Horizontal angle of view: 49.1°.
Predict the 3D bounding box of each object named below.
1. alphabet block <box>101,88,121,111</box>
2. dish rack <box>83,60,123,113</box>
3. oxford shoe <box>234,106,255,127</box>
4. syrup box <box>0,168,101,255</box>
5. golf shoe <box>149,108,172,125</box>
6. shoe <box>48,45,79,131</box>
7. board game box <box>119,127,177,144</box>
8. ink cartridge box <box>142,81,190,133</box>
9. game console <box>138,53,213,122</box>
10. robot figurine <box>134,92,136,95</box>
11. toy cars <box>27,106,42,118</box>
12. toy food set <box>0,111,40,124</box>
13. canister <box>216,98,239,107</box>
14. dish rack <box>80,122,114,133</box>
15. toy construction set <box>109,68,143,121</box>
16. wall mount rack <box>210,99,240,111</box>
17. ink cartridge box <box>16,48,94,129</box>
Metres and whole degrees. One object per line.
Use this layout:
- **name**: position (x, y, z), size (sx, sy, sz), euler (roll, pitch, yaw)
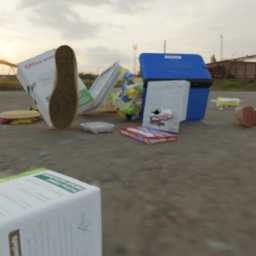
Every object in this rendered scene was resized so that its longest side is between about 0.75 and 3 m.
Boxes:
- **alphabet block**: position (-0.814, -1.411, 13.985), size (0.980, 1.004, 0.985), euler (-8, 3, -23)
- **dish rack**: position (-1.189, -1.645, 12.311), size (0.614, 2.419, 2.819), euler (35, -14, -19)
- **oxford shoe**: position (3.951, -0.387, 9.560), size (0.701, 0.672, 1.900), euler (7, 0, 41)
- **syrup box**: position (-1.080, 0.856, 1.585), size (0.743, 0.769, 1.888), euler (7, 11, 41)
- **golf shoe**: position (0.940, -0.384, 7.808), size (0.319, 0.404, 0.878), euler (23, 34, 39)
- **shoe**: position (-1.699, -1.065, 7.691), size (0.805, 2.302, 0.615), euler (5, 1, -2)
- **board game box**: position (0.486, 0.173, 7.660), size (0.859, 0.162, 1.669), euler (-5, 11, -27)
- **ink cartridge box**: position (1.130, -0.658, 8.605), size (0.331, 1.531, 1.503), euler (5, 3, -41)
- **game console**: position (1.618, -1.511, 10.406), size (2.538, 2.166, 1.502), euler (-2, -32, -13)
- **robot figurine**: position (0.562, -1.689, 13.609), size (1.408, 1.737, 2.414), euler (-1, 6, -23)
- **toy cars**: position (-3.098, -0.596, 11.467), size (2.179, 0.482, 0.977), euler (4, 2, -2)
- **toy food set**: position (-4.097, -0.408, 10.539), size (1.521, 0.370, 1.505), euler (1, 9, 4)
- **canister**: position (6.174, -1.587, 17.390), size (1.174, 0.508, 0.872), euler (2, 9, 5)
- **dish rack**: position (-0.951, -0.004, 8.587), size (0.794, 0.201, 0.925), euler (-6, 11, -35)
- **toy construction set**: position (0.530, -1.219, 10.809), size (2.957, 1.939, 1.362), euler (2, 35, -42)
- **wall mount rack**: position (5.255, -1.273, 15.389), size (1.600, 0.597, 1.390), euler (-1, 13, -7)
- **ink cartridge box**: position (-2.357, -1.289, 8.983), size (1.524, 2.087, 0.880), euler (-32, -4, -29)
